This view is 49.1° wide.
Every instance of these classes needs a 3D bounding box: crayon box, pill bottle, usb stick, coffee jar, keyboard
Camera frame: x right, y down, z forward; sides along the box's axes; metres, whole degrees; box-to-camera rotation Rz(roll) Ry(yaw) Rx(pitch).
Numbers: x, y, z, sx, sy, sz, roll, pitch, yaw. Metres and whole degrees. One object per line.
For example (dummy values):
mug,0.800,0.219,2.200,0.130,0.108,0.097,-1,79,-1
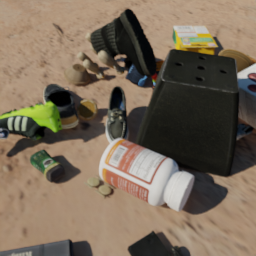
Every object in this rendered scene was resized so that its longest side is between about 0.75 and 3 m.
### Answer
crayon box,3.502,-4.612,15.074,1.851,0.759,2.944,0,39,0
pill bottle,0.492,1.263,7.493,2.325,1.304,1.304,22,44,24
usb stick,-2.412,2.960,6.130,2.475,0.403,0.686,-7,40,-8
coffee jar,-2.384,1.134,8.295,0.582,0.476,1.115,-31,48,-34
keyboard,0.843,3.089,6.138,1.050,0.224,1.748,-25,46,-19

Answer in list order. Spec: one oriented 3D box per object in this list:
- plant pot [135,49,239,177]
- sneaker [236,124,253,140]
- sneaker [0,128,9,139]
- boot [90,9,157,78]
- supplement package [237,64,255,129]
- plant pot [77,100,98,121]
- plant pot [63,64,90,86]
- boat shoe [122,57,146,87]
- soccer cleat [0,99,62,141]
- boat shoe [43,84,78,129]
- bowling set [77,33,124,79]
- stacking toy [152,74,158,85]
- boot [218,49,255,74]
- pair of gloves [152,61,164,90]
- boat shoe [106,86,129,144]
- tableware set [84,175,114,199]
plant pot,1.969,-0.699,8.699,2.990,2.659,2.997,11,42,9
sneaker,3.822,0.065,9.070,0.984,0.568,0.369,-36,96,-47
sneaker,-4.161,0.307,8.620,0.574,0.371,1.059,-3,24,27
boot,-0.208,-3.128,11.644,2.181,2.918,1.098,-23,-1,37
supplement package,4.949,-1.098,9.472,2.075,1.596,2.170,-29,36,-4
plant pot,-1.522,-0.674,10.380,0.793,0.793,0.109,-1,-5,6
plant pot,-2.233,-2.444,12.360,1.171,0.541,1.171,11,46,-11
boat shoe,0.312,-3.076,12.755,1.003,1.230,2.923,14,35,-13
soccer cleat,-3.473,-0.093,9.312,2.875,1.165,0.971,-10,14,27
boat shoe,-2.595,-1.083,10.627,1.100,0.918,2.948,-16,38,-16
bowling set,-1.528,-2.902,12.828,1.890,1.458,2.716,-43,44,16
stacking toy,1.181,-2.044,11.814,0.386,0.905,0.386,-10,58,17
boot,4.800,-2.852,12.064,2.936,1.126,2.279,18,34,-16
pair of gloves,1.747,-2.095,11.600,1.691,0.235,1.898,-6,60,-1
boat shoe,-0.401,-0.432,9.550,0.776,0.640,2.261,-4,57,3
tableware set,-0.834,1.674,7.907,0.764,0.153,0.505,30,36,24
